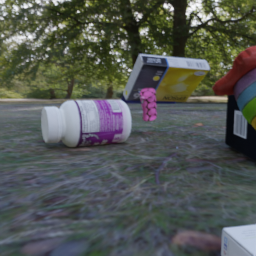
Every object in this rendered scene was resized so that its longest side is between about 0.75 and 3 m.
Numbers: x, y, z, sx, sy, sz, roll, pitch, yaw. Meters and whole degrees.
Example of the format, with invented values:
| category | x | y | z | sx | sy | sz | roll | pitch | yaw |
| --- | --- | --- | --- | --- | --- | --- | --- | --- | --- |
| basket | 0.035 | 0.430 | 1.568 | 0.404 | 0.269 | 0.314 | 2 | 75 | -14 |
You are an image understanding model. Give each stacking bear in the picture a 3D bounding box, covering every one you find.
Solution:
| category | x | y | z | sx | sy | sz | roll | pitch | yaw |
| --- | --- | --- | --- | --- | --- | --- | --- | --- | --- |
| stacking bear | 2.378 | -0.249 | 4.474 | 1.056 | 1.857 | 1.128 | -11 | -27 | -22 |

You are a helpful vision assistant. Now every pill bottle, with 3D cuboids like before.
| category | x | y | z | sx | sy | sz | roll | pitch | yaw |
| --- | --- | --- | --- | --- | --- | --- | --- | --- | --- |
| pill bottle | -1.259 | -0.139 | 8.391 | 2.450 | 1.375 | 1.375 | -4 | 8 | -27 |

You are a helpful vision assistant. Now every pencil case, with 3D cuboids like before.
| category | x | y | z | sx | sy | sz | roll | pitch | yaw |
| --- | --- | --- | --- | --- | --- | --- | --- | --- | --- |
| pencil case | 0.694 | -0.776 | 9.907 | 0.582 | 1.283 | 0.601 | 11 | 48 | 23 |

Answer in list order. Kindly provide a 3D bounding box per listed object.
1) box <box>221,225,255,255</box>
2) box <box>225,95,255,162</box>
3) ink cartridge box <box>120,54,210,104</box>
| category | x | y | z | sx | sy | sz | roll | pitch | yaw |
| --- | --- | --- | --- | --- | --- | --- | --- | --- | --- |
| box | 1.660 | 1.156 | 1.953 | 1.251 | 0.315 | 1.733 | -2 | 8 | -12 |
| box | 4.020 | -0.086 | 6.837 | 2.529 | 1.595 | 2.573 | 0 | 7 | 3 |
| ink cartridge box | 1.236 | -1.516 | 10.412 | 2.578 | 0.613 | 2.609 | -1 | -35 | -20 |
